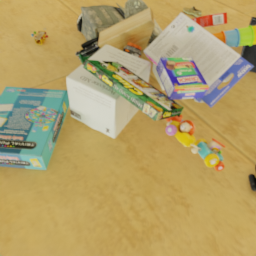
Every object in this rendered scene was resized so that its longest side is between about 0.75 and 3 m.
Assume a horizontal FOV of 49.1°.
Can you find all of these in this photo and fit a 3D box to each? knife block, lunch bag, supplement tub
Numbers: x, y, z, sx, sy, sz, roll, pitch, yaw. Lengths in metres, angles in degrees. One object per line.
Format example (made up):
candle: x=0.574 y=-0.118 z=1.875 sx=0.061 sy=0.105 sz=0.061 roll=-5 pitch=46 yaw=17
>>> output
knife block: x=-0.590 y=-3.329 z=10.622 sx=2.506 sy=2.855 sz=0.913 roll=11 pitch=48 yaw=-14
lunch bag: x=-0.530 y=-4.460 z=12.492 sx=2.676 sy=1.573 sz=2.194 roll=-12 pitch=48 yaw=-19
supplement tub: x=0.046 y=-2.453 z=10.107 sx=0.678 sy=1.106 sz=0.678 roll=21 pitch=7 yaw=-3

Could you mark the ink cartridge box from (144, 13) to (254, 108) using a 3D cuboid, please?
ink cartridge box: x=2.025 y=-2.009 z=8.408 sx=1.701 sy=0.598 sz=2.851 roll=-45 pitch=65 yaw=3

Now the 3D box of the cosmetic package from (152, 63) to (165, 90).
cosmetic package: x=2.408 y=-2.452 z=10.849 sx=2.617 sy=1.110 sz=1.408 roll=-8 pitch=46 yaw=-9

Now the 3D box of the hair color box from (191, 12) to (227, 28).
hair color box: x=2.639 y=-3.523 z=9.242 sx=0.660 sy=0.380 sz=1.190 roll=-13 pitch=17 yaw=-13

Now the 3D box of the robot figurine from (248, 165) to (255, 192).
robot figurine: x=3.870 y=1.318 z=7.435 sx=0.853 sy=1.027 sz=1.366 roll=19 pitch=46 yaw=-9

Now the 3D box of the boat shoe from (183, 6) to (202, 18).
boat shoe: x=3.456 y=-6.296 z=14.976 sx=1.169 sy=0.445 sz=0.419 roll=33 pitch=55 yaw=28

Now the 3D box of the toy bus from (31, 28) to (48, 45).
toy bus: x=-4.031 y=-4.199 z=13.019 sx=0.759 sy=0.392 sz=0.716 roll=-24 pitch=56 yaw=-15

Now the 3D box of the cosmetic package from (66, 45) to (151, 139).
cosmetic package: x=-0.591 y=-1.208 z=9.124 sx=1.779 sy=1.780 sz=2.158 roll=26 pitch=52 yaw=17

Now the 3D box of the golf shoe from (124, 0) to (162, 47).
golf shoe: x=0.796 y=-4.049 z=11.496 sx=1.082 sy=2.765 sz=1.344 roll=-26 pitch=22 yaw=22

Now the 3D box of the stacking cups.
stacking cups: x=3.728 y=-3.260 z=10.324 sx=2.529 sy=0.765 sz=0.765 roll=-8 pitch=46 yaw=6

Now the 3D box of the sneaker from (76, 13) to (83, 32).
sneaker: x=-1.434 y=-5.337 z=13.773 sx=1.105 sy=0.859 sz=2.455 roll=25 pitch=49 yaw=26

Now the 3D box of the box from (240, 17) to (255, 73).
box: x=5.959 y=-3.307 z=11.507 sx=2.314 sy=1.359 sz=2.276 roll=16 pitch=49 yaw=16

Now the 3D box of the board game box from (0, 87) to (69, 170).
board game box: x=-3.306 y=-0.104 z=8.903 sx=2.206 sy=0.686 sz=2.922 roll=4 pitch=47 yaw=4

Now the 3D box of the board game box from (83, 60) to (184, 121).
board game box: x=0.132 y=-1.056 z=7.321 sx=2.562 sy=0.301 sz=1.342 roll=39 pitch=31 yaw=25

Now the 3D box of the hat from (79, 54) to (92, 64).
hat: x=-0.866 y=-2.423 z=10.378 sx=1.407 sy=1.324 sz=1.598 roll=-26 pitch=6 yaw=4

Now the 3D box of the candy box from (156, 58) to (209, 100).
candy box: x=1.396 y=-1.316 z=7.361 sx=0.990 sy=0.451 sz=1.171 roll=-5 pitch=56 yaw=-18

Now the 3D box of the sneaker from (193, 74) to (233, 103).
sneaker: x=2.541 y=-1.953 z=9.668 sx=1.549 sy=1.012 sz=2.694 roll=23 pitch=54 yaw=38

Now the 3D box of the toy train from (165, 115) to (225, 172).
toy train: x=1.849 y=0.124 z=7.703 sx=2.342 sy=0.651 sz=1.759 roll=41 pitch=21 yaw=8
